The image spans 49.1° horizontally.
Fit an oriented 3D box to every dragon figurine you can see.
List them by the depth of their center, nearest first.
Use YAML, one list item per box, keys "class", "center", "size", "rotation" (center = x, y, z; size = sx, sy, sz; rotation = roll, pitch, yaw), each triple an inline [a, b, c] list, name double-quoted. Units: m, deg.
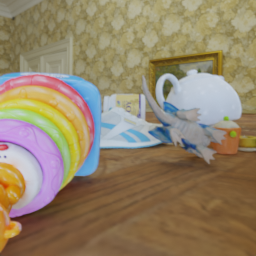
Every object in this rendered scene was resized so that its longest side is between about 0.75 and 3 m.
- class: "dragon figurine"
  center: [0.913, -0.026, 5.266]
  size: [2.564, 0.754, 1.275]
  rotation: [28, -2, -25]

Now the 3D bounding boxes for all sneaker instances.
- class: "sneaker"
  center: [-0.088, -0.029, 7.559]
  size: [2.651, 1.071, 1.014]
  rotation: [0, 3, -15]

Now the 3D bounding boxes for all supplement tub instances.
- class: "supplement tub"
  center: [-0.203, -1.153, 16.848]
  size: [2.408, 1.751, 1.751]
  rotation: [0, 5, 1]

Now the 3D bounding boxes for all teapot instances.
- class: "teapot"
  center: [2.486, -1.046, 10.119]
  size: [2.888, 2.137, 2.926]
  rotation: [-13, -4, 5]

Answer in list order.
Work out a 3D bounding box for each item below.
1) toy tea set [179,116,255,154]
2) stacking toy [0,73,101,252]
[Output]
- class: "toy tea set"
  center: [2.132, 0.095, 7.234]
  size: [1.385, 0.862, 2.328]
  rotation: [-4, 6, -40]
- class: "stacking toy"
  center: [-1.157, 0.335, 2.959]
  size: [1.645, 1.556, 2.835]
  rotation: [2, 17, -4]
